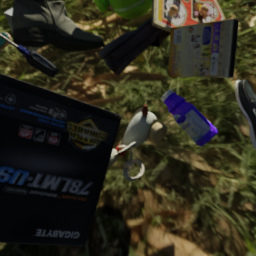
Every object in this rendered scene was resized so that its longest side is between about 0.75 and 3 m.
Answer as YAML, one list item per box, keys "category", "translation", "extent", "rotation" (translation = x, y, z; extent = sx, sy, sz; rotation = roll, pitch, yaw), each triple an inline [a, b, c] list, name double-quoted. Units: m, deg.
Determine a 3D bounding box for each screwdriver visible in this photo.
- category: "screwdriver"
  translation: [-2.671, -1.998, 6.333]
  extent: [0.373, 2.564, 0.358]
  rotation: [-48, 30, 4]

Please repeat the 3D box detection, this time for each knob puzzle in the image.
- category: "knob puzzle"
  translation: [1.779, -3.429, 7.686]
  extent: [2.632, 0.365, 2.632]
  rotation: [7, 74, -25]

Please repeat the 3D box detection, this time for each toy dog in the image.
- category: "toy dog"
  translation: [0.032, 0.153, 6.439]
  extent: [1.264, 0.923, 1.917]
  rotation: [19, 60, 29]

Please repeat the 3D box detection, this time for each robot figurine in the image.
- category: "robot figurine"
  translation: [-0.085, -4.183, 7.923]
  extent: [2.120, 2.417, 1.398]
  rotation: [-31, 46, 6]

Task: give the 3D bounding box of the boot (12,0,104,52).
- category: "boot"
  translation: [-1.799, -3.118, 7.548]
  extent: [0.981, 2.897, 1.892]
  rotation: [3, 97, 43]

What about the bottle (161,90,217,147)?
- category: "bottle"
  translation: [1.395, -0.257, 6.591]
  extent: [0.489, 0.625, 1.497]
  rotation: [-38, 80, -21]

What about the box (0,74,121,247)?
- category: "box"
  translation: [-1.704, 0.673, 5.115]
  extent: [2.737, 0.680, 2.717]
  rotation: [19, 82, -31]

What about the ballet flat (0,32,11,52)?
- category: "ballet flat"
  translation: [-4.257, -2.448, 8.847]
  extent: [1.410, 0.474, 0.480]
  rotation: [-35, 94, -1]

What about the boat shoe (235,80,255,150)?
- category: "boat shoe"
  translation: [3.332, -0.362, 7.112]
  extent: [0.758, 0.605, 2.005]
  rotation: [-14, 82, -41]

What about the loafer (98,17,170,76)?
- category: "loafer"
  translation: [0.522, -2.527, 8.131]
  extent: [2.840, 1.021, 0.894]
  rotation: [-33, 96, -11]

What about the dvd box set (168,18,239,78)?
- category: "dvd box set"
  translation: [1.701, -1.813, 6.625]
  extent: [0.252, 1.255, 1.716]
  rotation: [-7, 12, -41]

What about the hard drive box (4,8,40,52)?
- category: "hard drive box"
  translation: [-2.731, -2.793, 7.792]
  extent: [0.458, 1.193, 0.930]
  rotation: [27, 57, 22]
